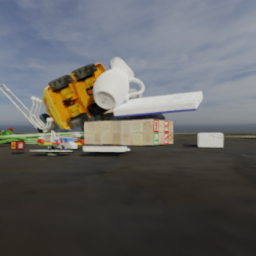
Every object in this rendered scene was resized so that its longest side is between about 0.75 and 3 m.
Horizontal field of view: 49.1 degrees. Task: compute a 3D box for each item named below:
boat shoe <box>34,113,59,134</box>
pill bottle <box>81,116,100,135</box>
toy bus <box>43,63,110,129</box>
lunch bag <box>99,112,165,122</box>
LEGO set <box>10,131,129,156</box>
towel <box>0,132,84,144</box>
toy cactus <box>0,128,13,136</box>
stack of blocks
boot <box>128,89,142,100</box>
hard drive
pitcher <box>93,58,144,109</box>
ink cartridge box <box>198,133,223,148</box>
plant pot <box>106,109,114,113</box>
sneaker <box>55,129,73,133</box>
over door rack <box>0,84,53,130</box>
[{"bbox_3d":[-3.591,-0.115,12.155,0.946,0.782,2.528,-31,3,-14],"label":"boat shoe"},{"bbox_3d":[-1.834,-0.762,13.526,1.167,2.050,1.167,-7,19,2],"label":"pill bottle"},{"bbox_3d":[-2.411,-1.202,11.293,2.771,1.959,2.887,-3,25,44],"label":"toy bus"},{"bbox_3d":[0.216,-0.122,11.242,2.121,1.247,1.740,-4,2,41],"label":"lunch bag"},{"bbox_3d":[-1.062,0.261,5.376,2.085,0.512,1.558,0,-4,6],"label":"LEGO set"},{"bbox_3d":[-3.046,0.395,9.769,1.906,0.392,2.555,-3,0,36],"label":"towel"},{"bbox_3d":[-5.746,0.194,12.301,1.852,0.947,1.528,-9,-12,14],"label":"toy cactus"},{"bbox_3d":[0.008,0.149,8.778,2.446,0.716,1.408,-1,-1,30],"label":"stack of blocks"},{"bbox_3d":[-0.027,-1.361,11.478,0.612,0.471,1.281,0,-3,42],"label":"boot"},{"bbox_3d":[1.113,-0.836,9.995,2.793,0.354,1.843,-4,15,23],"label":"hard drive"},{"bbox_3d":[-0.299,-1.487,10.403,1.736,2.024,1.227,32,-44,-8],"label":"pitcher"},{"bbox_3d":[2.180,0.321,7.469,0.627,0.362,0.865,0,0,14],"label":"ink cartridge box"},{"bbox_3d":[-1.319,-0.239,16.587,1.844,1.846,1.634,0,10,-36],"label":"plant pot"},{"bbox_3d":[-3.734,0.368,16.192,1.239,0.499,0.462,-8,12,21],"label":"sneaker"},{"bbox_3d":[-3.680,-0.911,9.836,2.466,0.822,1.822,37,-5,-9],"label":"over door rack"}]
